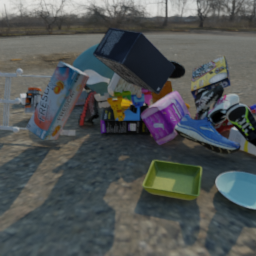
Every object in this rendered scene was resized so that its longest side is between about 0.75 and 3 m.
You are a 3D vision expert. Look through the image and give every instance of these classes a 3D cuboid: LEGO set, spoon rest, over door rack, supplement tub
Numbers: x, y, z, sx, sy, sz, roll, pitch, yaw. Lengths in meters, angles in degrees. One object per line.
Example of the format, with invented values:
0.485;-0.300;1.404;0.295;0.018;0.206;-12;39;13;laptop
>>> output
-0.089;-0.711;9.008;1.923;0.789;0.733;-7;28;3;LEGO set
-1.278;-1.996;11.318;1.198;0.595;0.363;8;-1;-25;spoon rest
-3.035;-0.812;8.970;2.684;1.983;0.894;4;2;-1;over door rack
-3.663;-1.024;10.876;0.622;1.015;0.622;3;-4;0;supplement tub

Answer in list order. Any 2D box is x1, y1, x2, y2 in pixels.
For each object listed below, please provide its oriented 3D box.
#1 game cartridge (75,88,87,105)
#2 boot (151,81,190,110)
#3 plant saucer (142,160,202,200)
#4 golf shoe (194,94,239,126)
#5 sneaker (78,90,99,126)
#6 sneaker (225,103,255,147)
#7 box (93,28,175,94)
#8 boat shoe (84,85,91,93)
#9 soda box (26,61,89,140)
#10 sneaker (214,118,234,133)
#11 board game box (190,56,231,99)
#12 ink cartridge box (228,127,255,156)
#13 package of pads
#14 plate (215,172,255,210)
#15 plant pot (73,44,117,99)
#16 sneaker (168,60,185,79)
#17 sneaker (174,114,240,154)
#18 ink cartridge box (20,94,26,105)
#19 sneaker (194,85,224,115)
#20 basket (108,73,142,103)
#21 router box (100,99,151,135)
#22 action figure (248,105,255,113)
-2.726;-1.559;13.203;1.522;0.451;2.348;-4;25;-18;game cartridge
1.804;-1.373;11.802;1.674;1.198;0.589;6;25;14;boot
1.081;1.281;6.722;1.271;0.304;1.269;7;24;15;plant saucer
3.071;-0.523;9.124;1.820;0.661;0.838;-33;24;-19;golf shoe
-1.351;-0.699;10.356;0.695;1.423;0.503;16;-17;-4;sneaker
3.156;-0.026;7.293;1.612;0.578;0.667;38;21;-32;sneaker
0.174;-1.951;8.141;1.657;1.021;1.644;32;1;-41;box
-1.459;-2.371;14.834;2.151;0.649;0.813;-21;31;-41;boat shoe
-2.128;-0.769;8.482;0.732;2.301;0.787;32;9;17;soda box
3.144;-0.010;9.706;1.488;0.583;0.860;-9;-12;16;sneaker
2.915;-1.831;9.994;1.279;0.327;1.888;-19;28;27;board game box
3.909;0.375;8.405;1.040;0.598;1.433;-15;26;-39;ink cartridge box
1.343;-0.398;9.404;0.762;1.213;2.014;-30;3;36;package of pads
2.734;1.457;6.415;1.445;0.185;1.445;3;24;-1;plate
-0.865;-2.828;12.715;2.709;1.825;2.709;33;27;-20;plant pot
1.320;-2.449;11.290;1.963;0.686;0.883;7;23;8;sneaker
2.348;0.116;8.123;1.905;0.849;0.748;27;-8;21;sneaker
-4.461;-1.353;12.829;0.842;0.354;0.613;-11;26;-25;ink cartridge box
2.293;-0.948;8.235;0.462;1.391;0.629;-14;70;-17;sneaker
0.237;-1.923;9.987;1.236;2.003;1.358;24;-2;-1;basket
-0.087;-0.476;10.422;1.745;0.597;2.339;0;24;-2;router box
5.711;-1.128;11.629;1.964;0.972;0.641;-4;24;-17;action figure
